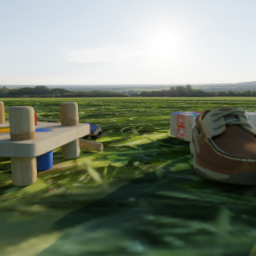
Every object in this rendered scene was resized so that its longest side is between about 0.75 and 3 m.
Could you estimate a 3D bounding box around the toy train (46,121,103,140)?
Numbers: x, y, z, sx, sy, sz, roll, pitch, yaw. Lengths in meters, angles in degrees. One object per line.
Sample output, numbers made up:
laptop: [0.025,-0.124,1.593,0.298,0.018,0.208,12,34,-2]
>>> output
toy train: [-1.164,0.016,5.733,1.474,0.338,0.251,4,39,28]

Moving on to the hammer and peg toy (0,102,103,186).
hammer and peg toy: [-1.624,0.038,4.468,2.002,0.960,2.722,2,7,12]

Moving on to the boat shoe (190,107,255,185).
boat shoe: [1.335,0.138,4.002,0.903,0.881,2.387,0,7,1]

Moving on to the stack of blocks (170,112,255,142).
stack of blocks: [2.154,-0.072,6.771,1.979,0.580,1.140,-4,9,-26]
